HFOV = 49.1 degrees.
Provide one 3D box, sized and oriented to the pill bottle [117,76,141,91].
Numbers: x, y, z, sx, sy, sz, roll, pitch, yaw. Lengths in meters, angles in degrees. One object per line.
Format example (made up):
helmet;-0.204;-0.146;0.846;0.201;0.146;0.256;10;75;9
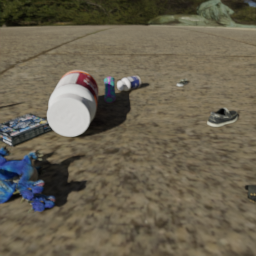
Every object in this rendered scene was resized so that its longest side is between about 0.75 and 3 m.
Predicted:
pill bottle;0.034;-2.188;13.918;1.129;0.627;0.627;-21;32;-36

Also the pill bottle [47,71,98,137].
pill bottle;-1.926;-0.942;10.070;1.619;1.619;2.955;-1;26;-3

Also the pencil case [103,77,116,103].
pencil case;-0.821;-1.693;12.372;0.506;0.550;1.190;-8;58;5

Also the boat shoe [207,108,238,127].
boat shoe;3.560;-0.467;10.330;1.629;0.551;0.585;-14;25;-38

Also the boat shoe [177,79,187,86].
boat shoe;2.852;-2.413;14.801;0.319;0.287;0.901;17;30;32

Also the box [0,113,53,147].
box;-3.590;0.024;9.491;1.257;0.364;1.581;18;30;33

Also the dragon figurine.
dragon figurine;-2.939;1.137;6.525;2.940;0.865;1.461;7;26;11

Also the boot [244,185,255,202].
boot;3.026;1.636;6.031;0.890;0.499;1.287;3;12;18
